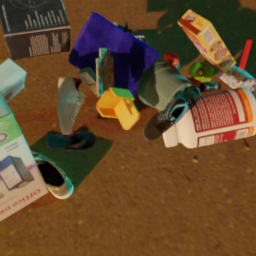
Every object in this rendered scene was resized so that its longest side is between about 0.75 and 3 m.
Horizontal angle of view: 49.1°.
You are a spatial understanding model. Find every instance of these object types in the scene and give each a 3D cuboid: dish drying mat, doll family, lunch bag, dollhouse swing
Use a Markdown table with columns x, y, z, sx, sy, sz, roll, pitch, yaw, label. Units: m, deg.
| x | y | z | sx | sy | sz | roll | pitch | yaw | label |
| --- | --- | --- | --- | --- | --- | --- | --- | --- | --- |
| 3.607 | -2.241 | 8.593 | 0.080 | 0.874 | 0.336 | 11 | 16 | 0 | dish drying mat |
| -0.420 | -3.769 | 11.804 | 0.891 | 1.542 | 0.605 | 23 | 14 | 21 | doll family |
| 5.138 | -2.184 | 12.837 | 1.515 | 0.938 | 1.288 | -2 | 43 | -41 | lunch bag |
| -0.310 | -0.486 | 8.196 | 0.912 | 1.003 | 0.882 | 4 | 57 | -32 | dollhouse swing |

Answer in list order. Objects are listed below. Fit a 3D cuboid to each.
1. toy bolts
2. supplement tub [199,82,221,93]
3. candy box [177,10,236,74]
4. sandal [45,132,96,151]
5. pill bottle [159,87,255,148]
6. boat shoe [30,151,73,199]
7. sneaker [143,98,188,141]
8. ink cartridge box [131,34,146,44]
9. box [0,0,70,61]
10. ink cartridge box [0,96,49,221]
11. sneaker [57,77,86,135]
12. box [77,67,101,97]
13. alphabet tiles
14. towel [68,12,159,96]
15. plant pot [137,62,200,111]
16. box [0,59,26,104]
| x | y | z | sx | sy | sz | roll | pitch | yaw | label |
| --- | --- | --- | --- | --- | --- | --- | --- | --- | --- |
| 2.459 | -2.280 | 13.012 | 2.371 | 1.644 | 2.265 | 31 | 101 | 9 | toy bolts |
| 2.963 | -1.467 | 10.089 | 0.755 | 0.404 | 0.404 | -7 | 54 | -21 | supplement tub |
| 2.628 | -2.807 | 9.269 | 0.593 | 2.099 | 1.225 | -45 | 43 | 15 | candy box |
| -1.281 | 0.302 | 6.590 | 1.282 | 0.307 | 0.482 | -6 | 67 | -38 | sandal |
| 2.219 | -0.226 | 8.013 | 2.521 | 1.424 | 1.424 | -12 | 55 | 4 | pill bottle |
| -3.177 | 1.525 | 10.342 | 2.758 | 0.824 | 0.986 | 32 | 61 | 20 | boat shoe |
| 0.932 | -0.205 | 7.099 | 0.526 | 0.589 | 1.438 | 42 | 99 | -9 | sneaker |
| 0.322 | -4.231 | 14.652 | 1.254 | 0.491 | 2.649 | -4 | 53 | -3 | ink cartridge box |
| -3.485 | -3.924 | 10.288 | 2.222 | 1.401 | 2.260 | -14 | 69 | -18 | box |
| -3.681 | 0.994 | 7.338 | 2.179 | 2.998 | 1.312 | -29 | 45 | -24 | ink cartridge box |
| -1.976 | -0.803 | 9.964 | 0.957 | 0.823 | 2.261 | -3 | 75 | 2 | sneaker |
| -1.281 | -1.694 | 10.475 | 0.517 | 1.256 | 0.309 | -3 | 52 | 38 | box |
| -0.694 | -1.605 | 8.651 | 0.052 | 1.635 | 1.361 | 4 | 16 | 16 | alphabet tiles |
| -0.581 | -2.538 | 10.217 | 2.873 | 2.122 | 0.712 | 29 | 28 | -7 | towel |
| 1.415 | -1.153 | 9.324 | 1.682 | 1.682 | 1.647 | -21 | 36 | -14 | plant pot |
| -3.758 | -1.357 | 8.564 | 0.682 | 1.038 | 1.043 | 39 | 60 | -7 | box |
